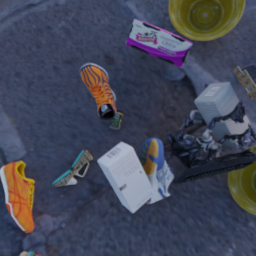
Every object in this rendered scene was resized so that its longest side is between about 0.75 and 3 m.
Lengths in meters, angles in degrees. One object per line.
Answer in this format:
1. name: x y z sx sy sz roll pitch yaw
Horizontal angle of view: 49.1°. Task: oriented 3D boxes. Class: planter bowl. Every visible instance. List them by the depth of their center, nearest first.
1. planter bowl: 4.501 1.724 9.097 2.239 0.932 2.239 -12 70 36
2. planter bowl: 3.279 -4.983 11.855 3.000 1.250 3.000 0 88 15

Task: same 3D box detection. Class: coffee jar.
1. coffee jar: -0.442 -0.322 10.598 0.395 0.323 0.758 14 72 9

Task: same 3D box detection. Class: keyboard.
1. keyboard: 2.805 1.176 8.468 2.548 1.619 0.262 -10 60 -17

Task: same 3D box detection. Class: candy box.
1. candy box: 1.104 -3.118 10.189 2.031 2.979 0.909 22 109 -2

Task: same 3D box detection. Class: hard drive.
1. hard drive: 4.912 -2.265 11.525 0.831 0.176 0.560 -21 69 -9

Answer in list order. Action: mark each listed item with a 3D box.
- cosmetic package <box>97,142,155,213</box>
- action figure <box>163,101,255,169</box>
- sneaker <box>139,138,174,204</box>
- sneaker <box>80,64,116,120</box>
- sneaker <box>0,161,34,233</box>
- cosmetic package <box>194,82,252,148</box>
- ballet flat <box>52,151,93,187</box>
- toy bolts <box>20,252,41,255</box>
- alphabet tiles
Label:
1. cosmetic package: -0.025 1.455 8.142 0.954 1.877 0.695 -38 29 -19
2. action figure: 2.450 0.352 9.015 1.771 2.981 1.521 61 35 -6
3. sneaker: 0.969 1.326 9.059 1.043 2.366 0.891 -9 31 -21
4. sneaker: -0.853 -1.070 9.177 0.819 2.112 1.183 -23 49 11
5. sneaker: -3.513 2.207 9.254 0.954 0.903 2.474 -21 70 -9
6. cosmetic package: 3.175 -0.402 9.257 1.061 0.895 1.986 -44 116 -24
7. ballet flat: -1.854 1.551 9.765 0.632 0.569 1.679 45 71 -8
8. toy bolts: -3.133 4.224 8.464 0.701 0.966 1.011 10 49 11
9. alphabet tiles: 3.688 -1.403 8.725 0.051 1.349 1.128 -31 84 10
